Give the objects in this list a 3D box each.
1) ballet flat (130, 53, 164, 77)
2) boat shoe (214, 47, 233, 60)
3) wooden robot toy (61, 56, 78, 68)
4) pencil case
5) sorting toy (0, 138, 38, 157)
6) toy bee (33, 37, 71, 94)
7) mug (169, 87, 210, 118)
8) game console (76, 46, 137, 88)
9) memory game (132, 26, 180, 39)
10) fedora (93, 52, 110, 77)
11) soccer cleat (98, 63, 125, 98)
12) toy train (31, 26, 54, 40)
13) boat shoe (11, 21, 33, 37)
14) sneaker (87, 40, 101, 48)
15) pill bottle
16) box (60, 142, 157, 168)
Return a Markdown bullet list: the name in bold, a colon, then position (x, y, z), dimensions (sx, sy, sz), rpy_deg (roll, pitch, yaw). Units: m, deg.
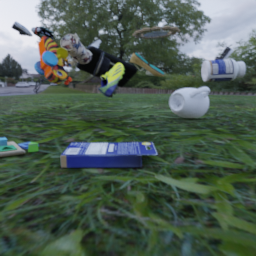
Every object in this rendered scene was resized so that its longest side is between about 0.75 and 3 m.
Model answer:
- **ballet flat**: position (0.875, -2.884, 13.426), dimensions (1.798, 0.567, 0.617), rpy_deg (35, 23, -7)
- **boat shoe**: position (3.628, -2.723, 11.077), dimensions (0.374, 1.128, 0.395), rpy_deg (41, 18, -2)
- **wooden robot toy**: position (-2.752, -2.791, 11.896), dimensions (1.409, 0.621, 0.639), rpy_deg (14, 40, 25)
- **pencil case**: position (-1.522, -2.352, 8.447), dimensions (0.559, 0.487, 1.251), rpy_deg (-24, -12, 10)
- **sorting toy**: position (-3.557, 0.512, 7.393), dimensions (2.444, 0.333, 1.376), rpy_deg (-7, 11, -36)
- **toy bee**: position (-2.128, -1.634, 7.949), dimensions (1.008, 1.854, 1.214), rpy_deg (21, -18, -39)
- **mug**: position (3.153, -1.397, 14.079), dimensions (1.832, 1.543, 2.090), rpy_deg (-2, -27, -46)
- **game console**: position (-1.160, -3.246, 14.025), dimensions (2.634, 1.533, 2.317), rpy_deg (20, -36, -26)
- **memory game**: position (1.306, -4.447, 13.112), dimensions (2.241, 0.143, 2.241), rpy_deg (-5, 7, 1)
- **fedora**: position (-0.924, -2.230, 10.155), dimensions (0.440, 0.964, 0.964), rpy_deg (21, 5, -12)
- **soccer cleat**: position (-0.716, -2.175, 11.981), dimensions (0.836, 1.999, 0.646), rpy_deg (29, -37, -17)
- **toy train**: position (-4.001, -4.407, 13.113), dimensions (0.689, 0.515, 1.209), rpy_deg (9, 4, 17)
- **boat shoe**: position (-3.376, -3.069, 8.896), dimensions (0.288, 0.303, 0.868), rpy_deg (-40, -10, 8)
- **sneaker**: position (-1.545, -3.808, 13.080), dimensions (0.335, 0.392, 0.899), rpy_deg (-10, 33, 47)
- **pill bottle**: position (3.216, -1.942, 9.477), dimensions (1.308, 0.726, 0.726), rpy_deg (-3, 9, -3)
- **box**: position (-0.415, 0.620, 6.660), dimensions (2.110, 0.342, 1.278), rpy_deg (-1, 9, 0)
